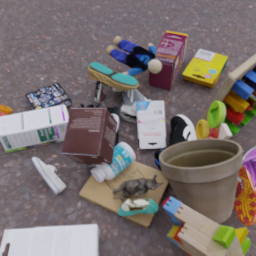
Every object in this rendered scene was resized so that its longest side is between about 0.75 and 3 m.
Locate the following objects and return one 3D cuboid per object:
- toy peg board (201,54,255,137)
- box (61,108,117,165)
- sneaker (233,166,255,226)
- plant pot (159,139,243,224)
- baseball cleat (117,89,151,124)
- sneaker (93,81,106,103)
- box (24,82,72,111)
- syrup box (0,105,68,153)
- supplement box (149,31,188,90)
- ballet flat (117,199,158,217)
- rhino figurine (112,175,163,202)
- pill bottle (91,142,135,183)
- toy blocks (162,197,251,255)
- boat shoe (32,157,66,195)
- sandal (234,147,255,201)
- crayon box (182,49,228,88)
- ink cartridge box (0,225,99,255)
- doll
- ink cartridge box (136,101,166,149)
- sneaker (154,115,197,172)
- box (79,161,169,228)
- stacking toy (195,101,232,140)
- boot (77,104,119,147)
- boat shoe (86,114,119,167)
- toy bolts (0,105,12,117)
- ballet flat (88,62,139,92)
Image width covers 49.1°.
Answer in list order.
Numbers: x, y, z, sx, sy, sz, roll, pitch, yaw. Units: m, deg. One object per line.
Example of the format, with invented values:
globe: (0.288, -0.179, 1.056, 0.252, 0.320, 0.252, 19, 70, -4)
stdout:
toy peg board: (4.552, -1.234, 10.724, 2.844, 2.832, 1.391, -36, 69, -28)
box: (-1.137, 0.278, 8.662, 1.216, 1.228, 1.480, 2, 70, 16)
sneaker: (3.600, 2.043, 8.429, 0.739, 0.782, 2.026, -22, 32, 32)
plant pot: (2.205, 1.599, 8.147, 2.307, 2.002, 2.307, -12, 12, 3)
baseball cleat: (-0.025, -1.173, 11.812, 1.409, 0.923, 2.648, -32, 55, -26)
sneaker: (-1.183, -1.582, 12.188, 0.364, 0.962, 0.555, 25, 20, 38)
box: (-3.461, -1.223, 12.118, 1.591, 0.398, 1.603, -27, 46, -19)
syrup box: (-3.496, 0.022, 10.677, 2.529, 0.996, 1.030, -11, 49, -11)
supplement box: (1.903, -3.223, 13.243, 1.112, 1.432, 2.595, 16, 52, 16)
ballet flat: (0.205, 2.287, 8.240, 1.395, 0.491, 0.470, -14, 32, 30)
rhino figurine: (0.357, 1.791, 8.517, 1.690, 0.505, 0.739, -21, 4, 37)
pill bottle: (-0.519, 1.191, 9.394, 1.471, 0.815, 0.815, -37, 58, -25)
toy blocks: (1.842, 2.922, 7.217, 1.965, 2.874, 1.436, 23, 64, 42)
boat shoe: (-2.656, 1.526, 9.465, 0.525, 0.533, 1.504, -35, 75, -26)
sandal: (4.300, 1.455, 9.576, 1.185, 0.716, 2.913, 36, 58, 29)
crayon box: (3.670, -2.792, 13.461, 1.516, 0.606, 2.388, 23, 52, 20)
ink cartridge box: (-2.148, 3.541, 7.744, 2.654, 0.668, 1.446, -2, 50, -1)
doll: (0.299, -3.002, 12.169, 2.840, 0.688, 1.938, 33, 82, 32)
ink cartridge box: (0.865, -0.098, 10.702, 1.026, 0.605, 1.783, -2, 86, -3)
sneaker: (1.599, 0.589, 9.963, 1.579, 1.031, 2.822, 1, 48, -17)
box: (-0.062, 1.957, 9.447, 2.490, 0.265, 2.035, 19, 51, 17)
stacking toy: (3.291, 0.293, 9.846, 0.955, 2.047, 2.262, 8, 46, -9)
boot: (-1.274, -0.093, 10.932, 1.809, 0.817, 2.207, -1, 45, -1)
boat shoe: (-0.994, 0.394, 9.875, 0.705, 0.581, 2.054, 19, 81, 50)
toy bolts: (-5.379, -0.339, 11.354, 1.299, 0.943, 1.360, 13, 19, -46)
ballet flat: (-0.637, -1.995, 11.814, 2.600, 0.820, 0.892, 30, 42, 28)
